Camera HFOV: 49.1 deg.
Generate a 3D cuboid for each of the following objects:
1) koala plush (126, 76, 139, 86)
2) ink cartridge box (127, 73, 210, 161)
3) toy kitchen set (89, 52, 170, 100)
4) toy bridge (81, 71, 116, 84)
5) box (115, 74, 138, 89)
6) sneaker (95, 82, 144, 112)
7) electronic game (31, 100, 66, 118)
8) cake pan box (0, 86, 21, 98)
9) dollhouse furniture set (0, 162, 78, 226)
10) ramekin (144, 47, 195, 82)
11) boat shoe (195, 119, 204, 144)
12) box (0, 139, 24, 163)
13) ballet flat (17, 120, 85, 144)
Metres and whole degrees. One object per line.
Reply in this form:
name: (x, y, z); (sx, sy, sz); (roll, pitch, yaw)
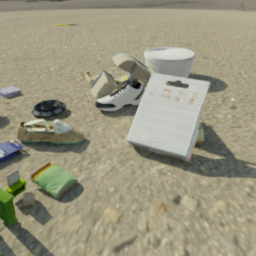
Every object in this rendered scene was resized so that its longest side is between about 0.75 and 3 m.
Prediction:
koala plush: (0.346, -1.952, 13.058); (0.690, 0.716, 0.779); (-13, 51, -46)
ink cartridge box: (1.260, -0.393, 8.653); (1.979, 0.612, 2.440); (15, 72, 25)
toy kitchen set: (-0.045, -1.994, 12.608); (2.798, 2.241, 1.648); (25, 23, -37)
toy bridge: (-1.568, -2.463, 14.164); (2.316, 0.315, 0.779); (21, 35, 33)
box: (-0.063, -2.288, 13.728); (0.469, 0.430, 1.338); (20, 34, 32)
sneaker: (-0.325, -1.317, 11.475); (2.306, 0.922, 0.850); (-18, 35, -27)
electronic game: (-3.143, -0.757, 11.078); (1.338, 0.278, 1.338); (-2, 32, 1)
cake pan box: (-5.428, -1.647, 12.794); (0.744, 0.211, 0.808); (22, 36, 31)
dollhouse furniture set: (-2.199, 1.304, 6.665); (1.009, 0.779, 2.018); (23, 37, 25)
ramekin: (2.153, -3.379, 14.863); (2.672, 1.244, 2.672); (0, 29, 0)
boat shoe: (2.118, -0.362, 9.828); (0.927, 0.793, 2.529); (-4, 29, -7)
box: (-3.826, 0.761, 8.394); (0.748, 0.200, 1.234); (24, 38, 36)
ballet flat: (-2.533, 0.096, 9.067); (2.217, 0.724, 0.782); (-1, 28, -2)
